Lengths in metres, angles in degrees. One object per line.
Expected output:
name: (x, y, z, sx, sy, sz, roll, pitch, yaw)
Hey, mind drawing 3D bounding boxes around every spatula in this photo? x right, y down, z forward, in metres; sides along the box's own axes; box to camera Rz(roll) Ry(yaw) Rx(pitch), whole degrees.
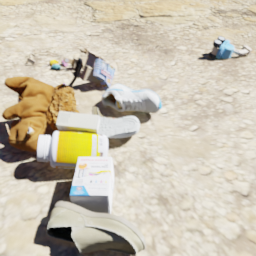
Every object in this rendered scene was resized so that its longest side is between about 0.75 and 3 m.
spatula: (-1.916, -1.656, 9.707, 0.234, 2.276, 0.643, -31, 79, -37)

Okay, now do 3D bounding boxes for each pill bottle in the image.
pill bottle: (-1.603, 0.658, 8.133, 1.932, 1.056, 1.056, 5, 37, -12)

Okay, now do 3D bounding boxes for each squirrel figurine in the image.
squirrel figurine: (-2.765, -0.349, 9.125, 2.526, 1.788, 2.358, -6, 46, -5)

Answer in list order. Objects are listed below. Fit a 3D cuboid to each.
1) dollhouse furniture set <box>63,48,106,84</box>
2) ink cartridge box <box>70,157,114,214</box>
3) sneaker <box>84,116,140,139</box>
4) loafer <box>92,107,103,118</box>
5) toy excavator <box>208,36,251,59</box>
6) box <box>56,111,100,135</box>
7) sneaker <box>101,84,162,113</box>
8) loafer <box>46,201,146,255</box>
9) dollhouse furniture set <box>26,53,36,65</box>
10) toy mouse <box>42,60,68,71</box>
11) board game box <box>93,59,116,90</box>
dollhouse furniture set: (-2.010, -2.959, 12.664, 0.961, 1.125, 2.170, 5, 26, -46)
ink cartridge box: (-0.899, 1.528, 7.342, 0.959, 0.942, 1.302, 0, 39, 1)
sneaker: (-0.586, 0.090, 9.136, 1.921, 0.773, 0.734, 0, 69, -7)
loafer: (-1.051, -0.240, 9.988, 0.456, 0.514, 1.352, -3, 47, -8)
toy excavator: (5.332, -4.021, 14.589, 1.761, 0.880, 1.712, 32, 49, 17)
box: (-1.484, -0.147, 8.389, 1.222, 0.418, 0.502, 8, 65, 2)
sneaker: (0.119, -0.961, 10.532, 2.471, 0.945, 0.998, 16, 41, 35)
loafer: (-0.797, 2.423, 6.319, 2.475, 0.936, 0.845, 8, 41, 25)
dollhouse furniture set: (-4.905, -3.448, 14.191, 0.338, 0.396, 0.765, 29, 27, -30)
toy mouse: (-3.380, -3.116, 13.771, 1.314, 0.254, 1.168, -28, 46, -31)
board game box: (-1.012, -2.245, 11.968, 0.329, 1.066, 1.065, -6, 71, 33)
